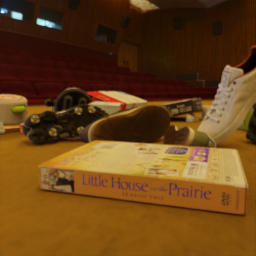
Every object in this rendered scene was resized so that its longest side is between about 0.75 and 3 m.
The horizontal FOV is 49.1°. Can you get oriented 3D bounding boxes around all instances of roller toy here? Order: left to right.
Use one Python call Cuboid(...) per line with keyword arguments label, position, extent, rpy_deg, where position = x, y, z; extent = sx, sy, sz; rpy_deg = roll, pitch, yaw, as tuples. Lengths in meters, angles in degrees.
Cuboid(label="roller toy", position=(-5.250, -0.745, 12.217), extent=(1.570, 1.203, 1.721), rpy_deg=(3, 16, -15))

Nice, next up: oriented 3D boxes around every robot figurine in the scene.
Cuboid(label="robot figurine", position=(-2.238, -0.892, 11.640), extent=(1.613, 1.942, 2.585), rpy_deg=(-44, 13, -2))

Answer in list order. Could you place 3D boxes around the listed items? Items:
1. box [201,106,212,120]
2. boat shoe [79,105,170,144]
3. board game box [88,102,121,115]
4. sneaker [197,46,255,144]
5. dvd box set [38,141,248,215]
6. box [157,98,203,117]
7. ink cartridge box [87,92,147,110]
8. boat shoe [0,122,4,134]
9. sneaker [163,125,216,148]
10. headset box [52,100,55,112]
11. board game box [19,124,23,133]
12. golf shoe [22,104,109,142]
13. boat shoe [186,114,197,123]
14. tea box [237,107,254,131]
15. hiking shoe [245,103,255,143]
Cuboid(label="box", position=(4.197, -0.719, 13.892), extent=(0.913, 0.715, 1.467), rpy_deg=(1, 8, 6))
Cuboid(label="boat shoe", position=(0.001, -0.085, 7.726), extent=(2.956, 1.082, 0.958), rpy_deg=(-9, 11, -43))
Cuboid(label="board game box", position=(-0.813, -0.366, 9.944), extent=(1.041, 1.023, 1.986), rpy_deg=(4, 8, 0))
Cuboid(label="sneaker", position=(2.524, -0.834, 7.134), extent=(1.212, 2.863, 1.042), rpy_deg=(36, 8, -23))
Cuboid(label="dvd box set", position=(0.347, 0.663, 4.687), extent=(2.897, 0.426, 2.120), rpy_deg=(3, 8, 17))
Cuboid(label="box", position=(2.434, -0.998, 14.399), extent=(2.115, 0.667, 2.682), rpy_deg=(-11, 4, 2))
Cuboid(label="ink cartridge box", position=(-0.577, -1.036, 13.518), extent=(1.743, 1.009, 2.999), rpy_deg=(24, 18, 27))
Cuboid(label="boat shoe", position=(-4.919, -0.049, 9.823), extent=(1.371, 0.470, 0.494), rpy_deg=(4, 9, 30))
Cuboid(label="sneaker", position=(1.456, 0.341, 6.781), extent=(0.828, 0.619, 1.845), rpy_deg=(21, -3, -7))
Cuboid(label="headset box", position=(-2.866, -1.084, 15.591), extent=(2.607, 0.978, 1.938), rpy_deg=(7, 11, 44))
Cuboid(label="board game box", position=(-3.010, -0.034, 10.215), extent=(1.084, 0.331, 1.431), rpy_deg=(5, 9, 30))
Cuboid(label="golf shoe", position=(-1.791, -0.128, 8.393), extent=(2.642, 1.020, 1.164), rpy_deg=(-3, -4, -28))
Cuboid(label="boat shoe", position=(3.093, -0.506, 13.537), extent=(0.429, 0.390, 1.167), rpy_deg=(3, 8, 24))
Cuboid(label="tea box", position=(5.241, -0.459, 10.335), extent=(1.700, 1.136, 1.673), rpy_deg=(-3, 8, -18))
Cuboid(label="hiking shoe", position=(4.139, -0.096, 7.128), extent=(0.957, 1.272, 2.527), rpy_deg=(-5, 9, -31))
